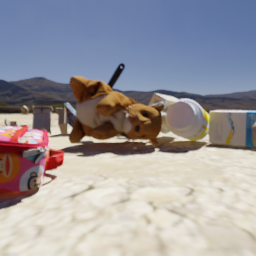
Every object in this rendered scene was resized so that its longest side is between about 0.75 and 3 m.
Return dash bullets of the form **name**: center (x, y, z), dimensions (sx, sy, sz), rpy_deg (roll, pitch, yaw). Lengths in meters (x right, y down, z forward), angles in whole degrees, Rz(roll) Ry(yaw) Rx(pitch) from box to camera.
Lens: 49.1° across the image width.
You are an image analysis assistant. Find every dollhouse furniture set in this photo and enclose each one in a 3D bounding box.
- **dollhouse furniture set**: center (-3.449, -0.426, 10.683), dimensions (2.170, 1.125, 0.961), rpy_deg (-1, -25, -6)

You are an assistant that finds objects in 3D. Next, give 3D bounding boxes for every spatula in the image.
- **spatula**: center (-0.727, -1.126, 9.085), dimensions (0.643, 2.276, 0.234), rpy_deg (31, -7, -14)

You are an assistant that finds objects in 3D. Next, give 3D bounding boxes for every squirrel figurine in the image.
- **squirrel figurine**: center (-0.084, -0.363, 7.752), dimensions (2.358, 1.788, 2.526), rpy_deg (10, 9, 22)

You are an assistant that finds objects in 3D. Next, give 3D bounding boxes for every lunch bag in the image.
- **lunch bag**: center (-1.800, 0.401, 4.035), dimensions (1.729, 0.804, 1.963), rpy_deg (4, 4, -16)

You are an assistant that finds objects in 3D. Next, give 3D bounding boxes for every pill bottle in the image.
- **pill bottle**: center (1.717, -0.209, 8.029), dimensions (1.056, 1.056, 1.932), rpy_deg (2, -6, 25)

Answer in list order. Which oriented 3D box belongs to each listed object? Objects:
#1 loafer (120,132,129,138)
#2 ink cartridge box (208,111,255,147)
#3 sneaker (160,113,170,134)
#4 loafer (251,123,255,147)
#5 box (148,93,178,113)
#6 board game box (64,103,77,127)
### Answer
- **loafer**: center (0.285, 0.126, 9.574), dimensions (1.352, 0.514, 0.456), rpy_deg (11, 6, 22)
- **ink cartridge box**: center (3.074, -0.019, 8.043), dimensions (1.302, 0.942, 0.959), rpy_deg (3, 6, 32)
- **sneaker**: center (1.273, -0.139, 9.499), dimensions (0.734, 0.773, 1.921), rpy_deg (35, 14, 22)
- **loafer**: center (4.288, 0.092, 7.431), dimensions (2.475, 0.936, 0.845), rpy_deg (-14, 15, -33)
- **box**: center (1.181, -0.714, 8.460), dimensions (0.502, 0.418, 1.222), rpy_deg (35, 19, 33)
- **board game box**: center (-2.086, -0.323, 11.030), dimensions (0.329, 1.066, 1.065), rpy_deg (-30, 59, -29)
